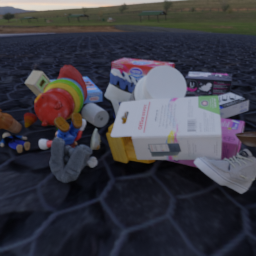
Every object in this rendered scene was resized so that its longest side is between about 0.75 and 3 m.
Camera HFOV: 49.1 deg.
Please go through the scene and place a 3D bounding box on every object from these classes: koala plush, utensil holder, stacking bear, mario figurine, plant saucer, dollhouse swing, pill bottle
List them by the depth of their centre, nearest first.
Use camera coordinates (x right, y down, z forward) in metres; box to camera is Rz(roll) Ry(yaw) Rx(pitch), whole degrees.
[{"bbox_3d":[2.942,0.229,5.763,1.391,0.254,1.391,-4,2,0],"label":"plant saucer"},{"bbox_3d":[-1.380,0.812,7.257,1.017,1.054,1.147,16,6,14],"label":"koala plush"},{"bbox_3d":[-1.800,0.150,7.665,1.074,1.739,0.922,17,53,-12],"label":"mario figurine"},{"bbox_3d":[0.232,0.319,8.051,1.116,1.154,1.270,-8,19,26],"label":"dollhouse swing"},{"bbox_3d":[0.771,-0.792,8.560,1.427,1.427,2.452,-6,-15,-14],"label":"pill bottle"},{"bbox_3d":[-2.336,-0.929,9.556,1.621,1.518,2.670,-42,15,18],"label":"stacking bear"},{"bbox_3d":[-1.189,-0.453,10.194,0.697,0.697,0.820,-17,32,-34],"label":"utensil holder"}]

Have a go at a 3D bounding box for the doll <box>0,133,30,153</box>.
[{"bbox_3d":[-3.507,0.422,8.661,1.210,0.293,0.826,19,29,37],"label":"doll"}]

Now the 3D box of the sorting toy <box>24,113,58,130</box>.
[{"bbox_3d":[-3.050,-0.139,9.915,1.454,0.504,0.501,8,49,3],"label":"sorting toy"}]

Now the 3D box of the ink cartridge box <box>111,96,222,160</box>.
[{"bbox_3d":[0.931,0.008,6.714,2.420,0.815,1.417,-1,42,15],"label":"ink cartridge box"}]

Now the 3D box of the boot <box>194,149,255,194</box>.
[{"bbox_3d":[2.220,0.775,6.029,1.877,0.897,0.690,26,15,-40],"label":"boot"}]

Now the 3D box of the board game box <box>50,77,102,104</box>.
[{"bbox_3d":[-2.696,-1.798,13.401,2.237,0.541,2.958,-8,24,-18],"label":"board game box"}]

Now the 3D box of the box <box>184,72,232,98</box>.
[{"bbox_3d":[3.640,-1.859,12.770,1.992,1.143,1.316,8,26,18],"label":"box"}]

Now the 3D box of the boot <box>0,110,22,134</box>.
[{"bbox_3d":[-4.453,-0.363,8.973,1.770,1.374,0.679,18,73,29],"label":"boot"}]

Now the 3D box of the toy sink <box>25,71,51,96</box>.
[{"bbox_3d":[-3.779,-1.828,12.187,0.631,1.126,0.734,13,64,28],"label":"toy sink"}]

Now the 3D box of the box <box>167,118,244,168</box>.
[{"bbox_3d":[2.187,0.355,8.025,1.925,0.931,1.693,10,25,24],"label":"box"}]

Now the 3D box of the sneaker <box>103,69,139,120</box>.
[{"bbox_3d":[0.285,-0.872,10.565,2.899,1.674,1.171,25,24,-18],"label":"sneaker"}]

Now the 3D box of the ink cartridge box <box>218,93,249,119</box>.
[{"bbox_3d":[3.377,-0.739,10.675,2.209,0.488,1.038,-17,29,-19],"label":"ink cartridge box"}]

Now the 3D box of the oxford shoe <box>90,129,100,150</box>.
[{"bbox_3d":[-0.982,0.364,8.572,0.274,0.357,0.949,14,31,-13],"label":"oxford shoe"}]

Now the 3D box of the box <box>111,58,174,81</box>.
[{"bbox_3d":[0.703,-2.562,14.019,2.912,1.452,1.390,13,27,27],"label":"box"}]
